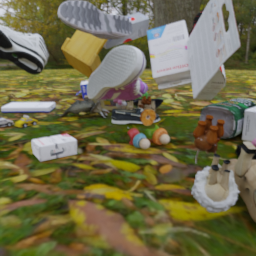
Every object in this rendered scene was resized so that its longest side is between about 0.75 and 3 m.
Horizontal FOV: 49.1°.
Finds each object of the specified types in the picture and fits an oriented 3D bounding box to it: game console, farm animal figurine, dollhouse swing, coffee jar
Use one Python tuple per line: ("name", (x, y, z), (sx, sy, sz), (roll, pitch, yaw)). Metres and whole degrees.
("game console", (3.746, 0.912, 7.111), (1.533, 0.313, 2.598), (2, 14, 9))
("farm animal figurine", (0.275, -0.910, 12.962), (1.812, 0.911, 1.464), (1, -5, 20))
("farm animal figurine", (2.556, 0.907, 5.383), (2.754, 1.436, 2.723), (9, 28, 7))
("dollhouse swing", (-1.557, -3.042, 11.191), (1.585, 1.393, 1.440), (33, -16, 21))
("coffee jar", (3.953, -0.441, 10.414), (1.428, 1.168, 2.737), (15, 21, 43))

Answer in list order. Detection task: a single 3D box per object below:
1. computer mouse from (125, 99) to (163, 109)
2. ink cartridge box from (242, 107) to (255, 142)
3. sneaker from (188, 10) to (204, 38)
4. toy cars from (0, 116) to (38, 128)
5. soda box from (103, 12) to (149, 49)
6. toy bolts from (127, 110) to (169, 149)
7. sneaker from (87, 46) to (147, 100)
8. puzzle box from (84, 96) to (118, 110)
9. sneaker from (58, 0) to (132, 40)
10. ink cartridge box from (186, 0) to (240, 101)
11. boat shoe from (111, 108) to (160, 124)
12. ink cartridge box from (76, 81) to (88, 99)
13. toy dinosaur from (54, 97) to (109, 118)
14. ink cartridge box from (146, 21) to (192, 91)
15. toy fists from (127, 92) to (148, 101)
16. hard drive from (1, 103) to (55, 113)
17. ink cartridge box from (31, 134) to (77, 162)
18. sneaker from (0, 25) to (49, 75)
("computer mouse", (0.577, -1.152, 14.507), (2.314, 0.533, 1.625), (0, -5, -15))
("ink cartridge box", (5.360, -0.020, 9.002), (1.885, 1.094, 2.612), (-15, 21, -43))
("sneaker", (2.837, -3.894, 10.974), (0.628, 1.447, 0.533), (17, 13, -34))
("toy cars", (-4.585, -0.267, 11.238), (1.833, 0.406, 0.822), (-3, 15, -10))
("soda box", (-0.218, -4.240, 12.151), (2.386, 0.814, 0.757), (-28, 54, -29))
("toy bolts", (0.650, 0.144, 8.721), (1.224, 1.169, 0.849), (-27, 32, -22))
("sneaker", (0.056, -1.355, 7.457), (1.534, 0.975, 2.690), (5, -8, -27))
("puzzle box", (-1.312, -1.241, 13.991), (1.577, 0.201, 1.049), (2, -28, 5))
("sneaker", (-1.118, -3.288, 9.135), (2.530, 0.945, 1.037), (6, -12, -35))
("ink cartridge box", (2.456, -2.305, 7.784), (0.639, 2.163, 2.702), (2, -20, -10))
("boat shoe", (0.332, -0.532, 11.780), (2.080, 0.627, 0.786), (-4, 16, -13))
("ink cartridge box", (-2.134, -2.615, 18.338), (2.660, 1.016, 1.815), (-9, 16, -4))
("toy dinosaur", (-2.163, -0.969, 12.878), (2.426, 0.934, 1.240), (-1, 7, -16))
("ink cartridge box", (1.604, -2.413, 10.130), (1.398, 2.174, 1.362), (-10, -15, 16))
("toy fists", (0.191, -1.930, 16.904), (2.015, 0.693, 1.027), (-2, 8, -1))
("hard drive", (-5.036, -1.053, 14.338), (2.278, 0.289, 1.503), (0, 15, -1))
("ink cartridge box", (-2.142, 0.553, 8.113), (1.097, 0.465, 0.799), (-8, 17, -33))
("sneaker", (-3.875, -2.950, 9.542), (2.519, 0.951, 1.450), (35, 35, -22))
